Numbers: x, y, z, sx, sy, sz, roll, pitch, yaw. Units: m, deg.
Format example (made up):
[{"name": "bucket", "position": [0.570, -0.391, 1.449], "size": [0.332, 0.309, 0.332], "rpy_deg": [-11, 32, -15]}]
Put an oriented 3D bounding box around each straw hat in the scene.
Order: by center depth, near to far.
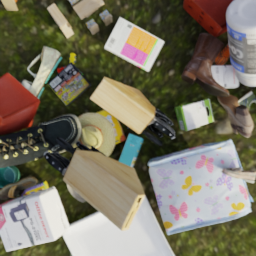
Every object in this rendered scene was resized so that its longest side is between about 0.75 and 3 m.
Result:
[{"name": "straw hat", "position": [-1.119, 0.285, 8.459], "size": [1.562, 0.661, 1.562], "rpy_deg": [0, 89, 0]}]

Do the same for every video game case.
[{"name": "video game case", "position": [-1.950, -1.434, 9.273], "size": [1.089, 0.139, 0.984], "rpy_deg": [-40, 93, 8]}]

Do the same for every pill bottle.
[{"name": "pill bottle", "position": [3.539, -2.337, 7.789], "size": [1.407, 2.473, 1.407], "rpy_deg": [-11, 57, 18]}]

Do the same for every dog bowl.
[{"name": "dog bowl", "position": [-1.331, 1.755, 8.972], "size": [1.254, 0.368, 1.254], "rpy_deg": [4, 105, 17]}]

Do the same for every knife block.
[{"name": "knife block", "position": [-1.006, 1.140, 6.951], "size": [2.440, 2.779, 0.889], "rpy_deg": [23, 97, -10]}, {"name": "knife block", "position": [0.279, -0.371, 8.338], "size": [0.758, 2.369, 2.079], "rpy_deg": [-52, 53, 21]}]

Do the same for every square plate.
[{"name": "square plate", "position": [-0.218, 3.945, 9.061], "size": [2.939, 0.422, 2.967], "rpy_deg": [-26, 88, -1]}]

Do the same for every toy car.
[{"name": "toy car", "position": [-1.838, -1.957, 9.373], "size": [0.790, 0.187, 0.840], "rpy_deg": [41, 97, -3]}]

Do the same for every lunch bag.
[{"name": "lunch bag", "position": [2.161, 1.727, 8.541], "size": [2.648, 1.684, 2.246], "rpy_deg": [-17, 86, 9]}]

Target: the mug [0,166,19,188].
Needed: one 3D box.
[{"name": "mug", "position": [-3.875, 1.487, 9.086], "size": [0.694, 0.522, 0.845], "rpy_deg": [20, 90, 1]}]

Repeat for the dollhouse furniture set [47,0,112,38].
[{"name": "dollhouse furniture set", "position": [-1.595, -3.788, 8.997], "size": [1.649, 1.073, 1.515], "rpy_deg": [-35, 88, 0]}]

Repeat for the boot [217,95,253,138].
[{"name": "boot", "position": [3.382, -0.371, 8.957], "size": [0.526, 1.498, 1.095], "rpy_deg": [-22, 123, -6]}]

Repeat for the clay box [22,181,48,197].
[{"name": "clay box", "position": [-2.843, 2.571, 9.137], "size": [0.824, 0.341, 1.434], "rpy_deg": [-22, 88, 3]}]

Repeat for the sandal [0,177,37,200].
[{"name": "sandal", "position": [-3.468, 1.960, 8.760], "size": [1.375, 0.552, 0.371], "rpy_deg": [-25, 54, 8]}]

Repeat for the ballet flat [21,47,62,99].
[{"name": "ballet flat", "position": [-2.993, -1.508, 9.014], "size": [0.754, 0.815, 2.418], "rpy_deg": [29, 79, -19]}]

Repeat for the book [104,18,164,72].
[{"name": "book", "position": [0.186, -2.609, 8.855], "size": [1.581, 0.380, 1.056], "rpy_deg": [28, 92, -6]}]

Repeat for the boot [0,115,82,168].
[{"name": "boot", "position": [-2.916, 0.495, 7.874], "size": [2.867, 2.166, 1.035], "rpy_deg": [-22, 87, 26]}]

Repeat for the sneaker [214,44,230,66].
[{"name": "sneaker", "position": [3.270, -2.512, 9.194], "size": [0.420, 0.607, 1.083], "rpy_deg": [37, 88, 1]}]

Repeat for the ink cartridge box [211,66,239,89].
[{"name": "ink cartridge box", "position": [3.094, -1.673, 9.256], "size": [0.987, 0.419, 0.719], "rpy_deg": [-1, 88, 0]}]

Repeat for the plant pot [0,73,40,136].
[{"name": "plant pot", "position": [-3.738, -0.574, 8.471], "size": [1.363, 1.203, 1.365], "rpy_deg": [41, 133, 3]}]

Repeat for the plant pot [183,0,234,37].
[{"name": "plant pot", "position": [2.920, -4.139, 8.571], "size": [2.249, 2.247, 1.982], "rpy_deg": [45, 101, 1]}]

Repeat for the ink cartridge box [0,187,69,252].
[{"name": "ink cartridge box", "position": [-2.944, 2.760, 8.471], "size": [1.914, 0.807, 1.385], "rpy_deg": [-20, 89, 20]}]

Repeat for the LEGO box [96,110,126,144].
[{"name": "LEGO box", "position": [-0.995, 0.160, 9.098], "size": [1.561, 0.602, 1.162], "rpy_deg": [-23, 88, -1]}]

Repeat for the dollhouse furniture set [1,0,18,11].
[{"name": "dollhouse furniture set", "position": [-4.769, -5.069, 9.195], "size": [2.347, 1.222, 2.372], "rpy_deg": [-5, 88, -12]}]

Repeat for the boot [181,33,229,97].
[{"name": "boot", "position": [2.737, -2.039, 8.892], "size": [1.660, 0.572, 1.781], "rpy_deg": [27, 77, 1]}]

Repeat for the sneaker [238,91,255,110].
[{"name": "sneaker", "position": [3.800, -0.740, 9.254], "size": [1.054, 0.354, 0.473], "rpy_deg": [-36, 86, -3]}]

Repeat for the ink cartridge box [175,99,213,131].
[{"name": "ink cartridge box", "position": [2.165, -0.426, 9.139], "size": [1.086, 0.412, 0.803], "rpy_deg": [-17, 98, -18]}]

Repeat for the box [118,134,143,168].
[{"name": "box", "position": [-0.030, 1.070, 8.991], "size": [0.422, 0.707, 1.719], "rpy_deg": [21, 88, 10]}]

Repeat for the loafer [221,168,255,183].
[{"name": "loafer", "position": [3.068, 1.228, 7.729], "size": [1.088, 0.391, 0.342], "rpy_deg": [17, 101, -19]}]
